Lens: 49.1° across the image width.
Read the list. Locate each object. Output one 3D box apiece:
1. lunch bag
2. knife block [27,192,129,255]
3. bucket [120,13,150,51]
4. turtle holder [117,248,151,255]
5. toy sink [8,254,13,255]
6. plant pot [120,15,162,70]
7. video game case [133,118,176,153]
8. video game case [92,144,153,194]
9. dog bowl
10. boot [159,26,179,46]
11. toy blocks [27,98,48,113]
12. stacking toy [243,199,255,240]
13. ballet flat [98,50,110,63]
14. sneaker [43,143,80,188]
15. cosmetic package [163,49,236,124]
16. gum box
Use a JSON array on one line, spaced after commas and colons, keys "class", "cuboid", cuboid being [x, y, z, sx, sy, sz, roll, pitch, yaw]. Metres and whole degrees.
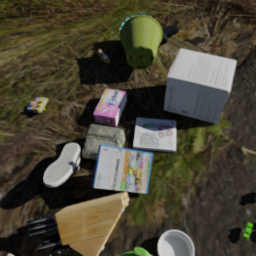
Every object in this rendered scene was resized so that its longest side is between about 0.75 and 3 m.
[{"class": "lunch bag", "cuboid": [-0.953, 0.700, 11.063, 1.571, 1.095, 1.318, 10, 66, 8]}, {"class": "knife block", "cuboid": [-1.636, 2.745, 8.624, 2.438, 0.889, 2.778, 29, 94, 9]}, {"class": "bucket", "cuboid": [0.590, -5.168, 15.347, 1.898, 1.235, 1.898, -11, 56, 16]}, {"class": "turtle holder", "cuboid": [0.291, 4.328, 7.631, 2.524, 1.792, 1.918, -36, 58, -26]}, {"class": "toy sink", "cuboid": [-3.385, 4.599, 7.898, 0.897, 1.043, 1.601, 18, 54, 14]}, {"class": "plant pot", "cuboid": [0.633, -4.068, 13.984, 2.233, 2.233, 2.121, 2, 48, 2]}, {"class": "video game case", "cuboid": [1.147, 0.275, 11.912, 1.745, 0.207, 1.588, 5, 51, 4]}, {"class": "video game case", "cuboid": [-0.154, 1.466, 9.804, 2.054, 0.183, 1.470, 12, 83, -24]}, {"class": "dog bowl", "cuboid": [1.476, 3.873, 8.858, 1.139, 0.449, 1.139, 0, 51, 0]}, {"class": "boot", "cuboid": [2.176, -5.266, 16.101, 1.583, 0.604, 1.330, -4, 47, 6]}, {"class": "toy blocks", "cuboid": [-4.199, -1.043, 12.866, 0.681, 0.498, 0.996, 1, 49, 15]}, {"class": "stacking toy", "cuboid": [4.920, 3.205, 9.431, 1.555, 0.484, 2.062, 25, 57, 21]}, {"class": "ballet flat", "cuboid": [-1.351, -3.898, 15.194, 0.364, 0.334, 1.060, -30, 57, -22]}, {"class": "sneaker", "cuboid": [-2.308, 1.531, 10.203, 0.851, 0.861, 2.169, 12, 36, 12]}, {"class": "cosmetic package", "cuboid": [3.106, -1.841, 12.387, 2.513, 2.103, 2.090, 16, 54, 13]}, {"class": "gum box", "cuboid": [-0.793, -0.907, 12.598, 1.006, 0.586, 1.773, 11, 52, 11]}]
